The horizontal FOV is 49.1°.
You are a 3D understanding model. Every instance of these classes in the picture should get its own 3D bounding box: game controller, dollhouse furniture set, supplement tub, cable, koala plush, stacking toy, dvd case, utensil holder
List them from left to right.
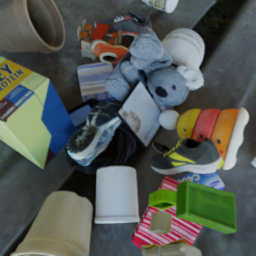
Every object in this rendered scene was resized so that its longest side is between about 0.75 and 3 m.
[{"bbox_3d":[-1.517,-0.347,8.967,1.543,0.325,0.805,-32,60,-16],"label":"game controller"},{"bbox_3d":[-1.224,-3.458,10.746,1.617,0.833,1.600,19,61,8],"label":"dollhouse furniture set"},{"bbox_3d":[-0.840,0.532,8.317,1.784,0.555,2.186,42,72,15],"label":"cable"},{"bbox_3d":[-0.293,1.683,6.960,1.081,1.081,1.271,-2,70,-2],"label":"utensil holder"},{"bbox_3d":[0.397,-0.349,8.128,0.149,1.699,1.212,12,61,45],"label":"dvd case"},{"bbox_3d":[0.885,-1.533,8.194,2.301,2.041,2.115,36,33,-8],"label":"koala plush"},{"bbox_3d":[1.405,-5.797,12.364,1.421,1.026,1.026,29,60,19],"label":"supplement tub"},{"bbox_3d":[1.107,2.377,5.339,1.162,1.517,2.316,21,57,-19],"label":"dollhouse furniture set"},{"bbox_3d":[2.016,0.055,8.029,2.399,1.753,1.753,16,56,22],"label":"stacking toy"}]

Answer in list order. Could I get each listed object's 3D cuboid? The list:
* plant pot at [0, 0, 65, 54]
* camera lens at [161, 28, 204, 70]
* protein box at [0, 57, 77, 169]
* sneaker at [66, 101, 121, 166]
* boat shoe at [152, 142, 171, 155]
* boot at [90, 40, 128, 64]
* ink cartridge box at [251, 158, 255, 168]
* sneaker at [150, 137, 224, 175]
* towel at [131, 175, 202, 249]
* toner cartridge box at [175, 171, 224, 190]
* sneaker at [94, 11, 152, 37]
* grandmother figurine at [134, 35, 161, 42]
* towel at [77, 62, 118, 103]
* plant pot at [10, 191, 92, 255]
[{"bbox_3d":[-3.809,-3.737,10.350,2.034,2.333,2.333,-10,53,21],"label":"plant pot"},{"bbox_3d":[1.633,-2.248,9.568,1.550,1.550,1.937,22,58,15],"label":"camera lens"},{"bbox_3d":[-2.974,-0.440,7.685,2.226,2.210,1.502,26,63,28],"label":"protein box"},{"bbox_3d":[-0.830,0.123,7.989,0.870,0.968,2.242,26,59,29],"label":"sneaker"},{"bbox_3d":[1.074,0.637,8.326,0.301,0.267,0.807,-28,60,-33],"label":"boat shoe"},{"bbox_3d":[-0.455,-2.529,9.986,1.690,0.634,0.906,3,41,-39],"label":"boot"},{"bbox_3d":[4.927,0.770,7.792,2.297,0.962,1.667,-32,65,-22],"label":"ink cartridge box"},{"bbox_3d":[1.447,0.682,7.401,2.101,0.889,0.782,-9,15,39],"label":"sneaker"},{"bbox_3d":[1.039,2.253,6.716,1.333,0.207,1.843,29,87,13],"label":"towel"},{"bbox_3d":[1.797,1.561,7.538,1.375,0.297,0.653,-18,55,-12],"label":"toner cartridge box"},{"bbox_3d":[-0.184,-4.345,11.372,2.411,0.987,0.929,5,55,3],"label":"sneaker"},{"bbox_3d":[0.703,-3.407,11.049,1.121,0.339,0.680,26,59,28],"label":"grandmother figurine"},{"bbox_3d":[-1.059,-1.629,9.916,1.338,0.217,1.821,-10,57,-6],"label":"towel"},{"bbox_3d":[-1.544,2.431,6.400,1.756,1.756,1.607,5,44,3],"label":"plant pot"}]
